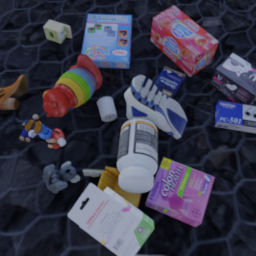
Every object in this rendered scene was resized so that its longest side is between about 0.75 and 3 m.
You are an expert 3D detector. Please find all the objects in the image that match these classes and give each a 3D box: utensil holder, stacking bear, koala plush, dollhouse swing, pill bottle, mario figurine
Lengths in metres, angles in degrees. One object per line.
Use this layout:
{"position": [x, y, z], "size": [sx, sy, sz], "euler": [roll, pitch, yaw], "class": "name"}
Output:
{"position": [-0.866, -0.761, 11.605], "size": [0.697, 0.697, 0.820], "euler": [-15, 66, -7], "class": "utensil holder"}
{"position": [-2.342, -1.467, 11.179], "size": [1.518, 1.621, 2.670], "euler": [45, 52, -10], "class": "stacking bear"}
{"position": [-2.420, 1.766, 10.289], "size": [1.147, 1.054, 1.017], "euler": [-30, 75, -37], "class": "koala plush"}
{"position": [-0.280, 2.169, 9.851], "size": [1.116, 1.154, 1.270], "euler": [-1, 59, 35], "class": "dollhouse swing"}
{"position": [0.339, 0.972, 10.019], "size": [1.427, 1.427, 2.452], "euler": [4, 49, 2], "class": "pill bottle"}
{"position": [-3.043, 0.385, 10.475], "size": [0.922, 1.739, 1.074], "euler": [-41, 57, 4], "class": "mario figurine"}

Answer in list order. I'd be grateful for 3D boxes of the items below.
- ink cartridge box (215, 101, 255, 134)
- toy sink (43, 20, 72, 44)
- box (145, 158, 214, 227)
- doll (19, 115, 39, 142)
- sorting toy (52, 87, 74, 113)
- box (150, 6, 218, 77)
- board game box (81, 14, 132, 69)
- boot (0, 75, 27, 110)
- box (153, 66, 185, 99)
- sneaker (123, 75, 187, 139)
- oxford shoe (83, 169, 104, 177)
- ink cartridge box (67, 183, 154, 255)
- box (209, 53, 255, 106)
{"position": [4.754, -0.403, 11.522], "size": [2.209, 0.488, 1.038], "euler": [10, 63, 5], "class": "ink cartridge box"}
{"position": [-3.392, -4.573, 13.488], "size": [1.126, 0.734, 0.631], "euler": [21, 61, 10], "class": "toy sink"}
{"position": [1.814, 2.259, 9.908], "size": [1.925, 0.931, 1.693], "euler": [21, 65, 11], "class": "box"}
{"position": [-3.944, -0.010, 11.433], "size": [0.826, 0.293, 1.210], "euler": [13, 60, 2], "class": "doll"}
{"position": [-2.897, -1.162, 12.017], "size": [0.501, 0.504, 1.454], "euler": [-48, 69, 4], "class": "sorting toy"}
{"position": [2.461, -3.962, 12.802], "size": [1.390, 1.452, 2.912], "euler": [-35, 69, -16], "class": "box"}
{"position": [-0.993, -4.202, 13.434], "size": [2.237, 0.541, 2.958], "euler": [3, 63, 1], "class": "board game box"}
{"position": [-5.199, -1.574, 12.067], "size": [1.374, 0.679, 1.770], "euler": [6, 70, 11], "class": "boot"}
{"position": [1.710, -1.892, 12.417], "size": [1.037, 0.277, 1.711], "euler": [26, 67, 13], "class": "box"}
{"position": [0.894, -0.705, 11.325], "size": [2.899, 1.674, 1.171], "euler": [43, 54, -13], "class": "sneaker"}
{"position": [-1.235, 1.721, 10.545], "size": [0.949, 0.357, 0.274], "euler": [3, 90, -8], "class": "oxford shoe"}
{"position": [-0.544, 2.922, 8.998], "size": [2.420, 0.815, 1.417], "euler": [36, 93, 4], "class": "ink cartridge box"}
{"position": [4.773, -2.006, 11.971], "size": [1.316, 1.143, 1.992], "euler": [-42, 70, -19], "class": "box"}
